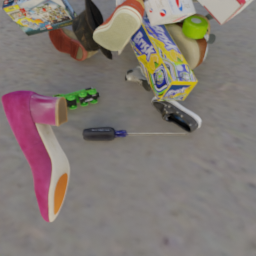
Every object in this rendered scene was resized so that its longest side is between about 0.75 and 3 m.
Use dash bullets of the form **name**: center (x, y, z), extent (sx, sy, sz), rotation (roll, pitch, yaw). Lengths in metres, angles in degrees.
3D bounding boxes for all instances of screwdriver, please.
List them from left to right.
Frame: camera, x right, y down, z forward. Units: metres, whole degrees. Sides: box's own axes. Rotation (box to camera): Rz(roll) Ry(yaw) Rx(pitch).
- **screwdriver**: center (0.182, 0.135, 7.170), extent (2.684, 0.374, 0.390), rotation (-2, 20, -4)

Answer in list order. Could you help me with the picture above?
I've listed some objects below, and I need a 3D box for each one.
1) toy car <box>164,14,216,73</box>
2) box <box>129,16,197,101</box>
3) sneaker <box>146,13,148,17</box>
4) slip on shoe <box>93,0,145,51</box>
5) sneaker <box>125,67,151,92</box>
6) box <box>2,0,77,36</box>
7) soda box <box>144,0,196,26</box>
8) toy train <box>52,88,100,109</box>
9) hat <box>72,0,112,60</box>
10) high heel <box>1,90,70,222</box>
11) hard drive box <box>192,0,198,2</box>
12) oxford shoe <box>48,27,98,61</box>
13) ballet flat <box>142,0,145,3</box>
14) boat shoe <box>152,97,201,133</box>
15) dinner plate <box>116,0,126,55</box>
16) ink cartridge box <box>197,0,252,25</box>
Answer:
- **toy car**: center (2.092, -2.808, 8.616), extent (2.355, 1.935, 1.858), rotation (-28, 57, -27)
- **box**: center (0.817, -1.839, 7.279), extent (0.829, 0.760, 2.365), rotation (-4, 57, -30)
- **sneaker**: center (1.320, -3.627, 9.646), extent (0.848, 1.541, 2.105), rotation (19, 43, 33)
- **slip on shoe**: center (-0.217, -2.309, 6.385), extent (0.751, 2.026, 0.620), rotation (31, 72, -19)
- **sneaker**: center (0.235, -1.394, 8.268), extent (0.619, 0.402, 1.071), rotation (-11, 46, -16)
- **box**: center (-2.704, -3.583, 8.700), extent (1.863, 1.272, 0.351), rotation (-7, 67, 16)
- **soda box**: center (1.009, -2.768, 6.487), extent (0.559, 0.523, 1.641), rotation (-15, 12, 35)
- **toy train**: center (-1.769, -0.727, 7.732), extent (2.001, 0.417, 0.564), rotation (-18, 38, -18)
- **hat**: center (-1.152, -2.816, 8.120), extent (0.804, 1.994, 1.994), rotation (-18, 49, 13)
- **high heel**: center (-1.700, 0.524, 4.981), extent (1.122, 2.339, 0.788), rotation (6, 17, 12)
- **hard drive box**: center (1.402, -4.326, 8.089), extent (1.800, 0.887, 2.310), rotation (26, 35, 18)
- **oxford shoe**: center (-1.935, -2.956, 9.602), extent (2.173, 0.765, 0.812), rotation (40, 45, 24)
- **ballet flat**: center (0.278, -4.461, 9.509), extent (0.718, 2.036, 0.665), rotation (3, 48, -11)
- **boat shoe**: center (1.160, -0.336, 7.364), extent (1.518, 0.531, 0.503), rotation (35, 55, 24)
- **dinner plate**: center (-0.202, -3.731, 8.536), extent (0.355, 2.928, 2.928), rotation (-1, 50, -2)
- **ink cartridge box**: center (2.466, -3.444, 7.125), extent (1.217, 0.691, 1.669), rotation (48, 45, 2)
